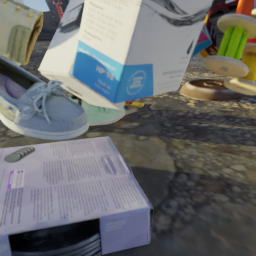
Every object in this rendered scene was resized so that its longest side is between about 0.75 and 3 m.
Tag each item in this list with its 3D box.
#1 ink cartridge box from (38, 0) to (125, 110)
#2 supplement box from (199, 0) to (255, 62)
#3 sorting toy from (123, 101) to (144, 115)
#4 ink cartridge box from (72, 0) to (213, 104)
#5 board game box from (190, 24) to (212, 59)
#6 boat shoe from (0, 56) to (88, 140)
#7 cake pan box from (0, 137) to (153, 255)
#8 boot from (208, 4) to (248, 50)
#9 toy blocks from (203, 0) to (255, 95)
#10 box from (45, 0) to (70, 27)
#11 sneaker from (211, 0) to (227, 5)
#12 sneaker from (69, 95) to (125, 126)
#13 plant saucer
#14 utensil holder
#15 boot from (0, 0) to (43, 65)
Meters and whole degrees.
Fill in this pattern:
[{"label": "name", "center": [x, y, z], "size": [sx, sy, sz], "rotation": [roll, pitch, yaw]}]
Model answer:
[{"label": "ink cartridge box", "center": [-0.462, -1.615, 5.314], "size": [0.892, 2.130, 1.546], "rotation": [15, -10, 38]}, {"label": "supplement box", "center": [3.317, -3.001, 7.950], "size": [2.099, 2.070, 1.394], "rotation": [-4, -22, 46]}, {"label": "sorting toy", "center": [-0.483, -0.792, 9.772], "size": [1.228, 0.431, 2.547], "rotation": [19, 28, 39]}, {"label": "ink cartridge box", "center": [0.376, -1.819, 3.660], "size": [0.924, 2.771, 1.605], "rotation": [36, 35, 29]}, {"label": "board game box", "center": [0.467, -2.783, 7.371], "size": [2.163, 2.932, 0.942], "rotation": [-33, 37, 28]}, {"label": "boat shoe", "center": [-1.540, -0.534, 3.994], "size": [2.226, 0.714, 0.821], "rotation": [29, 37, 17]}, {"label": "cake pan box", "center": [-1.208, 1.044, 4.631], "size": [2.557, 0.726, 2.777], "rotation": [-9, 22, -15]}, {"label": "boot", "center": [2.771, -2.297, 6.518], "size": [1.782, 1.164, 0.603], "rotation": [6, 43, 42]}, {"label": "toy blocks", "center": [2.446, -2.001, 5.514], "size": [0.822, 2.264, 1.887], "rotation": [18, -3, 41]}, {"label": "box", "center": [-1.092, -2.750, 7.778], "size": [0.537, 2.850, 1.947], "rotation": [-30, -8, 32]}, {"label": "sneaker", "center": [2.163, -3.089, 5.835], "size": [0.584, 0.674, 1.628], "rotation": [-42, 26, -25]}, {"label": "sneaker", "center": [-0.905, -0.668, 8.431], "size": [1.799, 1.061, 0.662], "rotation": [-13, 29, -23]}, {"label": "plant saucer", "center": [3.691, -1.722, 12.208], "size": [2.788, 0.447, 2.788], "rotation": [1, 20, 0]}, {"label": "utensil holder", "center": [-3.970, -2.985, 8.073], "size": [1.965, 1.965, 2.312], "rotation": [-5, 48, -14]}, {"label": "boot", "center": [-2.489, -2.543, 5.314], "size": [1.819, 2.352, 0.847], "rotation": [17, 17, -6]}]
